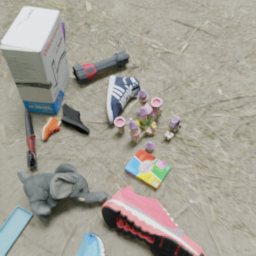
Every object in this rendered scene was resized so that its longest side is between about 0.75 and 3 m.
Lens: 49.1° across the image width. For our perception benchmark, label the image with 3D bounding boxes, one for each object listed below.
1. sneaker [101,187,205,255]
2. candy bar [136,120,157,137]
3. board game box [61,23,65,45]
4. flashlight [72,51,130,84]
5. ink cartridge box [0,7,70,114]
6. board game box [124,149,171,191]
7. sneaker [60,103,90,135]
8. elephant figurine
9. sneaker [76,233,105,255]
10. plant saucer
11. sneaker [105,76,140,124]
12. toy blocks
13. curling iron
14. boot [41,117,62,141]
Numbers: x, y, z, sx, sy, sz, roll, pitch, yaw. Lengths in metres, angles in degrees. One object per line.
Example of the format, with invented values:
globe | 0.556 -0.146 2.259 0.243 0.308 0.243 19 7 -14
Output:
sneaker | 0.800 2.521 7.496 2.967 1.094 1.287 29 42 13
candy bar | 0.609 0.007 9.881 0.923 0.102 0.230 31 63 20
board game box | -4.057 -4.236 12.809 2.306 0.372 1.384 -6 50 -4
flashlight | -1.090 -2.484 11.307 2.277 0.774 0.771 -26 61 -21
ink cartridge box | -3.002 -2.227 9.691 1.248 2.960 2.161 8 55 2
board game box | 0.620 1.310 8.860 1.187 0.239 0.909 29 59 19
sneaker | -1.835 -0.326 9.867 1.342 0.403 0.700 25 56 7
elephant figurine | -1.799 1.639 7.909 1.934 1.501 1.368 -27 52 -6
sneaker | -1.361 3.563 6.434 1.164 1.015 2.589 29 44 -7
plant saucer | -3.337 2.995 7.711 0.579 0.157 1.656 21 56 15
sneaker | -0.154 -1.090 10.255 1.211 0.783 2.233 1 51 3
toy blocks | 0.643 -0.315 9.128 1.749 1.473 1.635 35 71 21
curling iron | -3.261 0.327 9.393 0.316 0.613 2.471 -6 50 -16
boot | -2.647 0.064 9.701 0.521 0.364 0.971 14 54 4
